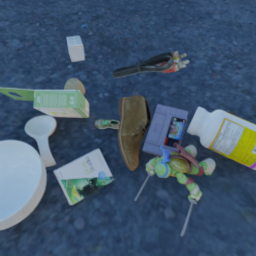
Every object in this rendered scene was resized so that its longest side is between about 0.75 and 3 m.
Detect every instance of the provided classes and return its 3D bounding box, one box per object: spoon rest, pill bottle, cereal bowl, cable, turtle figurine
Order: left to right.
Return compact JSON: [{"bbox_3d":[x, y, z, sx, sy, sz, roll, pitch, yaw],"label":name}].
[{"bbox_3d":[-3.596,1.717,8.065,2.650,1.104,2.650,-3,54,5],"label":"cereal bowl"},{"bbox_3d":[-2.996,0.305,9.851,1.122,0.685,2.259,-15,49,-14],"label":"spoon rest"},{"bbox_3d":[0.668,-1.926,9.478,2.702,0.680,1.312,-16,28,22],"label":"cable"},{"bbox_3d":[1.453,1.512,8.514,2.304,2.376,1.710,-13,9,-44],"label":"turtle figurine"},{"bbox_3d":[3.301,0.260,9.163,2.569,1.339,1.339,26,51,10],"label":"pill bottle"}]

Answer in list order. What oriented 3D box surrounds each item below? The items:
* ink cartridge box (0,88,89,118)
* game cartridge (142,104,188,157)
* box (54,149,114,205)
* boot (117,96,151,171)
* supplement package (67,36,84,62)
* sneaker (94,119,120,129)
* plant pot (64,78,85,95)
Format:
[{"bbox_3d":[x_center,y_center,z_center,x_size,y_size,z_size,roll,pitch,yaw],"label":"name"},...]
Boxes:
[{"bbox_3d":[-2.993,-0.859,9.997,2.920,2.125,0.700,1,84,0],"label":"ink cartridge box"},{"bbox_3d":[1.245,0.110,9.196,1.104,0.327,1.704,13,72,19],"label":"game cartridge"},{"bbox_3d":[-1.309,1.456,8.480,1.543,0.280,1.114,-27,91,-30],"label":"box"},{"bbox_3d":[0.245,0.100,9.312,0.982,0.958,2.603,-9,70,19],"label":"boot"},{"bbox_3d":[-2.579,-3.875,13.742,0.666,0.866,0.905,-12,47,-12],"label":"supplement package"},{"bbox_3d":[-0.756,-0.194,10.371,0.990,0.439,0.381,0,72,-7],"label":"sneaker"},{"bbox_3d":[-2.303,-1.745,11.882,0.890,0.597,0.890,1,46,-1],"label":"plant pot"}]
